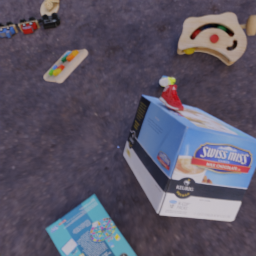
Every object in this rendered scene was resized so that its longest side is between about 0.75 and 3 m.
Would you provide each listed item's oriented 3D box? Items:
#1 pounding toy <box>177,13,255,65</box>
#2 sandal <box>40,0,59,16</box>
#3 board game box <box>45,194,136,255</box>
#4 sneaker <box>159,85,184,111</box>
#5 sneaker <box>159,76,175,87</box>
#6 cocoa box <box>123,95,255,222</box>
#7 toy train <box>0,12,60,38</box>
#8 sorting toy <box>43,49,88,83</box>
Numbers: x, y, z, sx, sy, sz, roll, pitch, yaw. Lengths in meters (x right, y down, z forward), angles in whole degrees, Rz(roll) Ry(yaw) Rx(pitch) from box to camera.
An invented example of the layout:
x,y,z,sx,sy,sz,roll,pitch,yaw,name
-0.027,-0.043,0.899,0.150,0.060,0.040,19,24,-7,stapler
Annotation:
x,y,z,sx,sy,sz,roll,pitch,yaw,name
3.295,-3.123,10.403,2.939,1.686,1.680,-4,91,8,pounding toy
-3.173,-5.501,11.639,0.753,0.675,2.053,14,64,7,sandal
-0.946,3.069,7.372,1.551,0.482,2.054,-33,68,-16,board game box
0.984,-0.695,6.149,0.312,0.461,0.798,1,25,-33,sneaker
1.252,-1.626,9.750,0.440,0.317,0.837,25,23,39,sneaker
1.300,0.547,6.759,1.925,2.887,1.894,12,105,-19,cocoa box
-3.952,-3.995,11.036,2.592,0.442,0.594,-15,76,-8,toy train
-1.684,-1.650,7.299,1.116,0.220,1.206,-51,34,-12,sorting toy
